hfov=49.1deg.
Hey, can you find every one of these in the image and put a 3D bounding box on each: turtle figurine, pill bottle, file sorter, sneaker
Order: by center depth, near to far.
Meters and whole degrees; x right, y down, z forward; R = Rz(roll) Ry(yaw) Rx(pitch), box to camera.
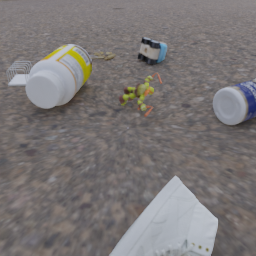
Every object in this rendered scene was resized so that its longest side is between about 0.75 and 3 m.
[{"bbox_3d":[0.558,1.659,3.912,1.156,0.737,2.000,42,51,12],"label":"sneaker"},{"bbox_3d":[3.453,-0.810,8.004,1.877,1.043,1.043,-18,35,-27],"label":"pill bottle"},{"bbox_3d":[0.306,-1.009,8.471,1.256,0.502,1.557,-7,59,40],"label":"turtle figurine"},{"bbox_3d":[-2.197,-1.677,9.065,1.458,1.458,2.669,5,31,9],"label":"pill bottle"},{"bbox_3d":[-4.051,-2.054,10.521,0.707,0.634,1.018,-2,31,-3],"label":"file sorter"}]

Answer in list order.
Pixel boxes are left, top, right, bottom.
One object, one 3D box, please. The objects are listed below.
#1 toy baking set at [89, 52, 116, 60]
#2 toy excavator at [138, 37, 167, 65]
[{"bbox_3d":[-1.277,-3.346,13.187,1.082,0.164,1.410,11,32,23],"label":"toy baking set"},{"bbox_3d":[1.366,-3.623,13.064,1.941,0.970,1.888,-4,31,-32],"label":"toy excavator"}]
